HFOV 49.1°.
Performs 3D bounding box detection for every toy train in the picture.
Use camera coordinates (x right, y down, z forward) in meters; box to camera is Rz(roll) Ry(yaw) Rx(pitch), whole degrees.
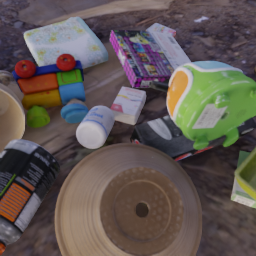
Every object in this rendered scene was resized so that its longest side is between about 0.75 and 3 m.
[{"bbox_3d":[-2.532,-0.753,7.312,2.947,1.247,1.705,-12,65,-10],"label":"toy train"}]

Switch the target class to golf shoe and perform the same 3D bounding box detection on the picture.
[{"bbox_3d":[0.797,1.323,6.068,1.190,0.459,0.524,-18,22,-6],"label":"golf shoe"}]

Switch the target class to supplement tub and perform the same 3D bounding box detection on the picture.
[{"bbox_3d":[-0.752,-0.036,6.635,0.689,0.689,1.045,7,28,6],"label":"supplement tub"},{"bbox_3d":[-2.338,1.322,5.471,1.238,1.238,2.021,17,53,13],"label":"supplement tub"}]

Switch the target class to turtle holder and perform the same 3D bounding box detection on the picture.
[{"bbox_3d":[1.744,-0.656,5.530,2.084,1.583,1.480,-25,52,-10],"label":"turtle holder"}]

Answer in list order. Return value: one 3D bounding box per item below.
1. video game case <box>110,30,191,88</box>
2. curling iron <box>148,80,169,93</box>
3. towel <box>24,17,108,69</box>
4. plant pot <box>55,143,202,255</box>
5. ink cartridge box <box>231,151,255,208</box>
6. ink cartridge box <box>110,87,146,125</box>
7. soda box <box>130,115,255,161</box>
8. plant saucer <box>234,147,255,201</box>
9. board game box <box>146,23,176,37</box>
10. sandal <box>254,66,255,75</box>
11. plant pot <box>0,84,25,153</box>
[{"bbox_3d":[0.780,-2.145,8.528,2.160,0.427,2.384,-5,50,-23],"label":"video game case"},{"bbox_3d":[1.653,-0.994,7.249,2.556,0.634,0.327,3,25,-23],"label":"curling iron"},{"bbox_3d":[-2.079,-2.657,9.182,2.107,0.593,2.461,-25,55,-16],"label":"towel"},{"bbox_3d":[0.103,1.435,4.713,2.675,1.235,2.675,3,70,-8],"label":"plant pot"},{"bbox_3d":[2.955,1.113,6.243,1.040,0.343,1.429,17,54,14],"label":"ink cartridge box"},{"bbox_3d":[0.042,-0.705,7.662,0.701,0.406,1.204,15,51,11],"label":"ink cartridge box"},{"bbox_3d":[1.490,0.103,6.554,2.736,0.866,0.968,-18,73,-15],"label":"soda box"},{"bbox_3d":[3.586,1.223,5.678,2.456,0.588,2.452,41,53,20],"label":"plant saucer"},{"bbox_3d":[1.164,-3.413,10.047,0.876,0.177,0.670,32,58,24],"label":"board game box"},{"bbox_3d":[4.656,-2.073,8.681,2.117,0.578,0.865,-36,59,-26],"label":"sandal"},{"bbox_3d":[-3.398,-0.402,6.737,1.813,1.813,1.217,-12,30,-10],"label":"plant pot"}]
